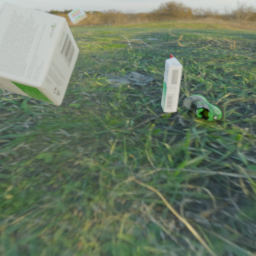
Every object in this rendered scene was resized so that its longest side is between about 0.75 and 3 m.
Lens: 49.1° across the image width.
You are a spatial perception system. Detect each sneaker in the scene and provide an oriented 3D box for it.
[{"bbox_3d":[3.149,-0.889,12.245,0.869,0.796,2.041,-16,30,-30],"label":"sneaker"}]

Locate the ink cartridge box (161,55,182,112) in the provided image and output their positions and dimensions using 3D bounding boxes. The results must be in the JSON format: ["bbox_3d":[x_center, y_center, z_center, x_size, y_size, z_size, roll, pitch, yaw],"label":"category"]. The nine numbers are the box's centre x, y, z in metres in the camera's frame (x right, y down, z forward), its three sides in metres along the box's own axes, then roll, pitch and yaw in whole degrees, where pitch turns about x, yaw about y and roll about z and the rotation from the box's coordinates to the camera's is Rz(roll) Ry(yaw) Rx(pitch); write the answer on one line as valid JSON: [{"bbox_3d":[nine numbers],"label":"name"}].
[{"bbox_3d":[1.386,-1.622,9.737,0.487,1.565,1.944,1,26,-4],"label":"ink cartridge box"}]

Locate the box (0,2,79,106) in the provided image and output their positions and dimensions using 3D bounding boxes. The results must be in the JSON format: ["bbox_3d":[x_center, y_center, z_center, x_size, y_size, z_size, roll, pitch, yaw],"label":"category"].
[{"bbox_3d":[-3.091,-2.293,9.252,2.010,2.347,2.335,17,-8,3],"label":"box"}]

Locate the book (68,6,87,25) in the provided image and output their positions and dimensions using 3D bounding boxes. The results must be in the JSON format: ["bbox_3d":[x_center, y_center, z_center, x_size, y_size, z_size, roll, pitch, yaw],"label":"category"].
[{"bbox_3d":[-2.453,-5.391,13.452,0.744,0.268,1.114,-32,44,2],"label":"book"}]
